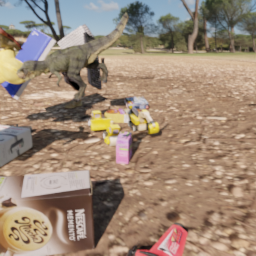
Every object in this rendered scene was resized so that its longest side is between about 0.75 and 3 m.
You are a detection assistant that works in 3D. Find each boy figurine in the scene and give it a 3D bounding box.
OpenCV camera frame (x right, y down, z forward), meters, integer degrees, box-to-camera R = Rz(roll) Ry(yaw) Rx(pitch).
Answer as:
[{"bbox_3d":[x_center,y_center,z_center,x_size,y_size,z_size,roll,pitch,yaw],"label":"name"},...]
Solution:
[{"bbox_3d":[-4.175,-2.001,9.262,2.674,1.662,0.861,10,-20,39],"label":"boy figurine"}]

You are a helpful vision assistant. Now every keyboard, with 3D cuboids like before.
[{"bbox_3d":[-0.963,-1.984,8.613,0.178,1.726,1.097,-13,-15,24],"label":"keyboard"}]

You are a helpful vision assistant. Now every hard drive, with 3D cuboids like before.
[{"bbox_3d":[-4.187,-2.673,11.507,0.349,2.753,1.816,31,4,-47],"label":"hard drive"}]

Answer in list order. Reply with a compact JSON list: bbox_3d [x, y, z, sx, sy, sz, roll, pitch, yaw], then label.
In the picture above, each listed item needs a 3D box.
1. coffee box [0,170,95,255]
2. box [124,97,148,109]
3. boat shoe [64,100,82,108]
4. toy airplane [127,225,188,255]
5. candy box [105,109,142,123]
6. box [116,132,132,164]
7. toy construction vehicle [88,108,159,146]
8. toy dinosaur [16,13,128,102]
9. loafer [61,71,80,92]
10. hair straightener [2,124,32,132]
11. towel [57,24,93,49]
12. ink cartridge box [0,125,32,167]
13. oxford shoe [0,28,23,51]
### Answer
[{"bbox_3d":[-1.903,1.724,5.566,2.400,1.357,0.958,-4,21,-9],"label":"coffee box"},{"bbox_3d":[0.444,-1.427,15.975,1.131,0.329,1.652,-2,20,-7],"label":"box"},{"bbox_3d":[-3.098,-1.362,15.751,0.398,0.361,1.118,17,25,39],"label":"boat shoe"},{"bbox_3d":[0.900,2.500,4.851,2.050,0.377,2.050,0,19,0],"label":"toy airplane"},{"bbox_3d":[-0.214,-0.585,13.417,1.674,0.473,0.976,4,19,5],"label":"candy box"},{"bbox_3d":[-0.131,0.658,9.337,0.409,0.846,0.744,3,19,10],"label":"box"},{"bbox_3d":[-0.293,-0.252,11.670,2.455,0.993,2.819,-6,20,-16],"label":"toy construction vehicle"},{"bbox_3d":[-0.891,-1.212,5.438,2.393,1.055,0.568,-27,33,-6],"label":"toy dinosaur"},{"bbox_3d":[-1.984,-1.930,10.198,0.775,0.679,2.155,-38,-5,-10],"label":"loafer"},{"bbox_3d":[-4.886,0.076,11.895,1.691,0.346,0.651,-3,19,4],"label":"hair straightener"},{"bbox_3d":[-1.839,-3.125,10.770,1.422,1.177,0.609,-20,21,38],"label":"towel"},{"bbox_3d":[-4.434,0.597,9.579,1.389,0.809,1.908,6,19,16],"label":"ink cartridge box"},{"bbox_3d":[-3.896,-2.751,8.890,0.464,0.492,1.316,42,1,23],"label":"oxford shoe"}]
